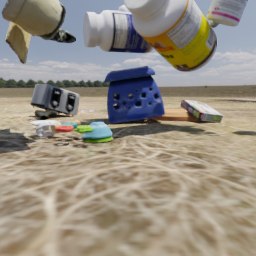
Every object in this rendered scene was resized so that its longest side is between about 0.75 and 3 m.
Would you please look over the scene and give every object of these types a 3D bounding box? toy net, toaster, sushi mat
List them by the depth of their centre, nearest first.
[{"bbox_3d":[-1.527,0.096,6.598,2.265,0.437,1.188,2,11,28],"label":"toy net"},{"bbox_3d":[-2.739,-2.725,7.241,0.122,2.011,0.962,0,-23,4],"label":"sushi mat"},{"bbox_3d":[-3.289,-1.232,12.553,1.641,1.077,1.815,15,-4,-42],"label":"toaster"}]

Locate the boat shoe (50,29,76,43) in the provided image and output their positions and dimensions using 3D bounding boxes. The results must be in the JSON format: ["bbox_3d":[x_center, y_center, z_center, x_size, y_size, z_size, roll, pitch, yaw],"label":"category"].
[{"bbox_3d":[-2.695,-3.656,11.018,0.505,0.560,1.585,28,22,24],"label":"boat shoe"}]

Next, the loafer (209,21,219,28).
[{"bbox_3d":[2.866,-3.477,8.469,0.365,1.043,0.364,39,-8,5],"label":"loafer"}]

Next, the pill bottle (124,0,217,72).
[{"bbox_3d":[1.232,-2.911,7.899,1.627,1.627,2.978,7,-14,41],"label":"pill bottle"}]

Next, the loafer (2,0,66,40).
[{"bbox_3d":[-1.928,-2.456,6.089,0.985,1.092,2.885,33,15,-21],"label":"loafer"}]

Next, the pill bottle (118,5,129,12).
[{"bbox_3d":[0.186,-4.217,10.661,1.722,0.956,0.956,-19,13,-15],"label":"pill bottle"}]

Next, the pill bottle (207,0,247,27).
[{"bbox_3d":[2.854,-3.686,7.642,0.898,1.584,0.898,16,18,-5],"label":"pill bottle"}]

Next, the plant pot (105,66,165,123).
[{"bbox_3d":[0.117,-1.290,10.549,2.031,1.826,2.032,-10,9,-5],"label":"plant pot"}]

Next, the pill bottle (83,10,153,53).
[{"bbox_3d":[-0.291,-3.263,9.522,2.322,1.344,1.344,-2,8,-19],"label":"pill bottle"}]

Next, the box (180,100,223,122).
[{"bbox_3d":[2.773,-0.674,10.751,0.936,0.295,1.700,5,20,-14],"label":"box"}]

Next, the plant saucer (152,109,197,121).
[{"bbox_3d":[1.999,-0.555,11.583,2.086,0.337,2.086,0,9,0],"label":"plant saucer"}]

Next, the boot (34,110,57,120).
[{"bbox_3d":[-3.244,-0.480,11.388,0.928,0.359,0.642,-6,23,-37],"label":"boot"}]
